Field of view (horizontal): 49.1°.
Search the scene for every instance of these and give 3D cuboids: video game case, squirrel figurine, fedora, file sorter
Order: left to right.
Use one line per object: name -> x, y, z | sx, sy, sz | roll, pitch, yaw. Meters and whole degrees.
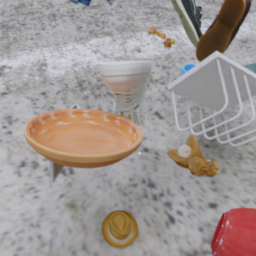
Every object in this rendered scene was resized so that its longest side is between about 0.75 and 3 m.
video game case -> -1.438, 0.624, 5.932 | 0.096, 0.842, 0.766 | 18, 44, 7
fedora -> -0.216, 2.544, 7.270 | 1.045, 0.426, 1.045 | 0, 45, 0
squirrel figurine -> 1.318, 0.680, 5.382 | 0.610, 0.804, 0.862 | -42, 44, 7
file sorter -> 2.322, -0.500, 6.757 | 2.193, 1.522, 1.366 | 15, 59, -34

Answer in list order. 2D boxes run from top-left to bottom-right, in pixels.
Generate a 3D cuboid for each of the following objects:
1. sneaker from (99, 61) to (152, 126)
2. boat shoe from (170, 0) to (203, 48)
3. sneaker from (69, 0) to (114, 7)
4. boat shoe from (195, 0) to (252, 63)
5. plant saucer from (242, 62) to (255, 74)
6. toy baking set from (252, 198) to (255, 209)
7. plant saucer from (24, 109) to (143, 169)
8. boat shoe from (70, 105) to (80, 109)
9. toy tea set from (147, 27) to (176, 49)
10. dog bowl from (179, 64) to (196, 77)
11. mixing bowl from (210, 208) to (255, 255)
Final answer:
sneaker -> 0.032, -0.696, 6.514 | 1.064, 1.670, 2.889 | 4, 9, 10
boat shoe -> 2.077, -3.519, 8.909 | 0.774, 2.288, 0.822 | -30, 24, 2
sneaker -> -1.719, -4.331, 8.563 | 2.999, 1.234, 1.109 | -3, 40, -6
boat shoe -> 2.836, -2.899, 8.218 | 0.855, 2.430, 0.855 | 41, 57, 8
plant saucer -> 3.074, -1.404, 7.977 | 2.352, 0.453, 2.352 | -14, 2, 1
toy baking set -> 4.088, 2.334, 7.668 | 1.447, 0.168, 1.111 | 14, 46, 14
plant saucer -> -0.798, 0.164, 5.185 | 2.112, 0.395, 2.112 | 6, 22, -3
boat shoe -> -1.699, -0.098, 7.187 | 0.487, 0.433, 1.325 | 14, 51, 35
toy tea set -> 1.055, -2.878, 9.098 | 1.002, 0.371, 0.596 | 29, 15, -4
dog bowl -> 2.926, -2.248, 12.222 | 0.952, 0.423, 1.708 | -15, 46, -15
mixing bowl -> 1.608, 1.637, 4.064 | 0.648, 1.196, 1.196 | 22, 48, 17
